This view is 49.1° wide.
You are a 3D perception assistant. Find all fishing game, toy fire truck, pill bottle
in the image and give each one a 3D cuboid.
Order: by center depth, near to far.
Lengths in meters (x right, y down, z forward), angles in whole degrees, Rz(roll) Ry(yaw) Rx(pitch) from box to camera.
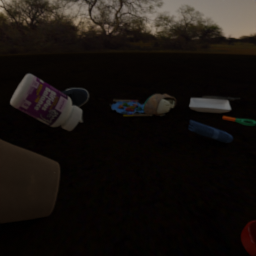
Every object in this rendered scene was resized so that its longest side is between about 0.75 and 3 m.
[{"bbox_3d":[3.047,2.223,4.437,2.176,1.453,2.591,29,31,19],"label":"toy fire truck"},{"bbox_3d":[-3.156,-0.898,11.088,2.533,1.422,1.422,31,6,-27],"label":"pill bottle"},{"bbox_3d":[0.073,-1.178,14.885,2.066,0.448,2.885,0,21,-10],"label":"fishing game"}]

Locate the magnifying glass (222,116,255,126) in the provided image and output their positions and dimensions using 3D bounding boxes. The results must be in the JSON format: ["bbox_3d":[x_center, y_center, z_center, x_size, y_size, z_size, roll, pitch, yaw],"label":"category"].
[{"bbox_3d":[5.140,-0.336,12.987,1.487,0.166,0.592,13,24,33],"label":"magnifying glass"}]

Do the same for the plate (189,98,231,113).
[{"bbox_3d":[4.363,-1.191,15.066,2.059,0.333,2.063,4,20,14],"label":"plate"}]

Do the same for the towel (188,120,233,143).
[{"bbox_3d":[3.100,0.180,10.629,1.584,0.385,0.885,19,10,-6],"label":"towel"}]

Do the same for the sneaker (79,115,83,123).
[{"bbox_3d":[-2.359,-0.426,13.048,0.466,0.365,0.938,-10,12,-8],"label":"sneaker"}]

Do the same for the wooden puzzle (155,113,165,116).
[{"bbox_3d":[1.612,-0.711,14.156,0.475,0.056,0.801,3,20,7],"label":"wooden puzzle"}]

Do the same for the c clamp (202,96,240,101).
[{"bbox_3d":[5.264,-1.693,16.194,1.510,0.239,1.768,-3,9,-40],"label":"c clamp"}]

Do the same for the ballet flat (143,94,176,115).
[{"bbox_3d":[1.751,-1.213,14.161,0.990,1.002,2.944,21,24,21],"label":"ballet flat"}]

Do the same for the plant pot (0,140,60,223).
[{"bbox_3d":[-2.634,1.266,6.299,1.926,2.208,2.208,12,15,-22],"label":"plant pot"}]

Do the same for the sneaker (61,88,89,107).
[{"bbox_3d":[-3.368,-1.263,13.800,2.968,1.128,2.145,-13,11,-8],"label":"sneaker"}]
